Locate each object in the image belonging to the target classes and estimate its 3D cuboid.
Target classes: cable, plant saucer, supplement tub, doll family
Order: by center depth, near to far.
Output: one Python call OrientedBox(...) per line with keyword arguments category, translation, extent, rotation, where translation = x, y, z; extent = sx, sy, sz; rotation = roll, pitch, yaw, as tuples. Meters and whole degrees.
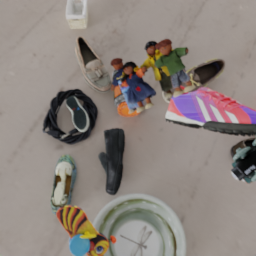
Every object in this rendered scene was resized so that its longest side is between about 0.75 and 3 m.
OrientedBox(category="doll family", translation=(0.419, -1.306, 6.866), extent=(1.503, 2.600, 1.020), rotation=(62, 33, -8))
OrientedBox(category="plant saucer", translation=(0.242, 3.169, 7.701), extent=(2.617, 0.657, 2.617), rotation=(0, 61, -1))
OrientedBox(category="cable", translation=(-1.929, -0.490, 9.800), extent=(1.750, 0.545, 2.145), rotation=(14, 61, 8))
OrientedBox(category="supplement tub", translation=(-0.018, -1.296, 9.967), extent=(1.029, 1.029, 1.680), rotation=(-4, 62, -2))

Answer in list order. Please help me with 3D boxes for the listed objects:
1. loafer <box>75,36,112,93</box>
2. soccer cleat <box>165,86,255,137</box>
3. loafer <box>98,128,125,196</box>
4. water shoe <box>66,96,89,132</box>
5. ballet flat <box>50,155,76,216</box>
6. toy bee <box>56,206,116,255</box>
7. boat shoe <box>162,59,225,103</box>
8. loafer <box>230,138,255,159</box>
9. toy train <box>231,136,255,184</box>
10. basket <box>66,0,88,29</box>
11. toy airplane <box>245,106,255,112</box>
OrientedBox(category="loafer", translation=(-1.434, -2.458, 10.737), extent=(0.916, 0.801, 2.549), rotation=(-25, 64, -13))
OrientedBox(category="soccer cleat", translation=(2.039, -0.457, 6.704), extent=(1.013, 2.969, 1.087), rotation=(11, 92, -32))
OrientedBox(category="loafer", translation=(-0.555, 1.022, 8.870), extent=(0.802, 0.775, 2.284), rotation=(0, 56, 5))
OrientedBox(category="water shoe", translation=(-1.663, -0.452, 9.721), extent=(0.540, 0.596, 1.511), rotation=(-29, 62, 4))
OrientedBox(category="ballet flat", translation=(-1.975, 1.643, 8.544), extent=(0.737, 0.737, 1.985), rotation=(-3, 61, -1))
OrientedBox(category="toy bee", translation=(-0.794, 2.366, 5.985), extent=(0.954, 1.149, 1.755), rotation=(-23, 107, -16))
OrientedBox(category="boat shoe", translation=(2.419, -1.771, 10.260), extent=(2.621, 0.780, 0.942), rotation=(-30, 89, -16))
OrientedBox(category="loafer", translation=(4.629, 0.695, 8.936), extent=(2.500, 0.892, 0.912), rotation=(-6, 61, -3))
OrientedBox(category="toy train", translation=(2.688, 0.440, 5.272), extent=(1.670, 0.952, 0.712), rotation=(-42, 61, 10))
OrientedBox(category="basket", translation=(-2.191, -4.960, 12.155), extent=(0.831, 0.757, 1.226), rotation=(-1, 60, 0))
OrientedBox(category="toy airplane", translation=(4.779, -0.533, 9.908), extent=(2.118, 0.390, 2.118), rotation=(0, 61, 0))
